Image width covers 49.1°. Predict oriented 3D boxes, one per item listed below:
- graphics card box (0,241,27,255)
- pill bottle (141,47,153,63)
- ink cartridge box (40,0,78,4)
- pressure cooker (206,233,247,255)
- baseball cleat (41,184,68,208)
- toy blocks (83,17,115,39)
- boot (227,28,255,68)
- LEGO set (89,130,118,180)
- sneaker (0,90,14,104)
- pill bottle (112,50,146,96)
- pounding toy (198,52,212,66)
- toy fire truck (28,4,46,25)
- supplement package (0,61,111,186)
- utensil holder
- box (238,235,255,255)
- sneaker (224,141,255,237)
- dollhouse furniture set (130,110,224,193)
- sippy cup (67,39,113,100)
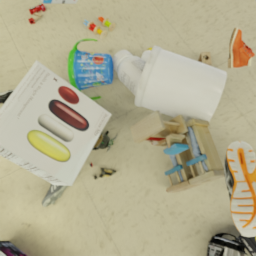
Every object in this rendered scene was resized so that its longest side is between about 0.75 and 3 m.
[{"bbox_3d":[-3.484,4.660,9.140,2.519,1.580,0.641,30,72,12],"label":"graphics card box"},{"bbox_3d":[0.963,-3.234,12.580,0.599,0.599,1.048,20,31,8],"label":"pill bottle"},{"bbox_3d":[-2.385,-4.927,9.678,0.606,1.050,1.448,46,43,19],"label":"ink cartridge box"},{"bbox_3d":[3.290,4.288,9.488,1.211,1.230,1.377,14,73,17],"label":"pressure cooker"},{"bbox_3d":[-2.761,2.147,10.744,0.969,0.635,1.822,35,62,19],"label":"baseball cleat"},{"bbox_3d":[-1.439,-5.041,13.635,1.303,0.473,1.086,39,74,14],"label":"toy blocks"},{"bbox_3d":[3.731,-2.606,9.181,0.826,1.541,0.578,9,59,24],"label":"boot"},{"bbox_3d":[-1.232,0.807,11.312,1.651,0.720,2.542,1,81,3],"label":"LEGO set"},{"bbox_3d":[-5.289,-1.284,12.204,1.192,0.451,0.522,-15,79,2],"label":"sneaker"},{"bbox_3d":[0.295,-2.303,12.007,1.304,1.304,2.281,-34,60,-13],"label":"pill bottle"},{"bbox_3d":[3.500,-2.859,12.514,0.478,0.918,1.045,0,68,0],"label":"pounding toy"},{"bbox_3d":[-4.566,-5.712,14.015,1.099,0.268,0.775,-31,72,-13],"label":"toy fire truck"},{"bbox_3d":[-2.537,0.016,8.655,2.734,2.010,2.614,35,66,-20],"label":"supplement package"},{"bbox_3d":[2.039,-1.581,11.187,2.960,2.515,2.515,21,70,6],"label":"utensil holder"},{"bbox_3d":[5.404,3.961,9.663,2.579,0.633,2.078,-25,70,-25],"label":"box"},{"bbox_3d":[3.307,1.741,8.064,1.021,1.007,2.608,0,73,4],"label":"sneaker"},{"bbox_3d":[1.469,0.980,9.597,2.997,2.100,2.112,7,59,-44],"label":"dollhouse furniture set"},{"bbox_3d":[-1.499,-2.446,11.814,1.664,2.271,1.783,0,53,6],"label":"sippy cup"}]
